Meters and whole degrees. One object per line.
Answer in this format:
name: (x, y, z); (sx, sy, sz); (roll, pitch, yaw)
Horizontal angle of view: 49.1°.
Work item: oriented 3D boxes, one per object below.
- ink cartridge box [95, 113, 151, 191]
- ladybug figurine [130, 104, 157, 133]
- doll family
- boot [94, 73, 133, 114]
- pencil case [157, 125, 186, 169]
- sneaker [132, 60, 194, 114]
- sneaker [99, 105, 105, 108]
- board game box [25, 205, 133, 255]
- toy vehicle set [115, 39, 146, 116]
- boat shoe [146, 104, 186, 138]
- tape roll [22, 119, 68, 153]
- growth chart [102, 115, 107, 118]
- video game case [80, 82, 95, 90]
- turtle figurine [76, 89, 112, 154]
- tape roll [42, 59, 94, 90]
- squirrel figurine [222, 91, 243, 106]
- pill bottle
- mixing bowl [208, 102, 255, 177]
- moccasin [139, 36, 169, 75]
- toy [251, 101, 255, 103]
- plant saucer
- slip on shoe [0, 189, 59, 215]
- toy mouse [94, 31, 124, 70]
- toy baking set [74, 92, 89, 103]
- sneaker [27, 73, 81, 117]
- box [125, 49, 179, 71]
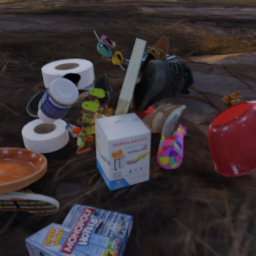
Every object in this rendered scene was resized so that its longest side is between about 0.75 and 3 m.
ink cartridge box: (-0.168, 0.625, 7.840); (1.222, 1.660, 1.201); (-12, 32, -19)
ladybug figurine: (0.561, -0.447, 10.522); (1.272, 0.674, 1.875); (-12, 31, -32)
doll family: (-1.400, 0.002, 9.688); (0.944, 0.685, 1.520); (23, 48, 17)
boot: (-0.465, -1.037, 10.017); (1.479, 0.588, 1.699); (29, 38, -41)
pencil case: (1.391, 0.498, 8.851); (0.822, 0.822, 1.861); (7, 32, 11)
sneaker: (1.081, -1.219, 9.064); (1.623, 2.833, 1.083); (-2, 71, -18)
sneaker: (-1.247, -0.708, 11.324); (0.775, 0.444, 0.296); (4, 16, -38)
board game box: (-1.040, 2.375, 5.971); (1.910, 0.589, 1.911); (8, 32, 13)
toy vehicle set: (0.034, -1.394, 8.711); (0.318, 1.490, 2.397); (15, 59, -3)
boat shoe: (1.102, -0.345, 8.004); (0.827, 0.872, 2.304); (23, 13, 13)
tape roll: (-2.832, 0.228, 9.637); (1.516, 0.530, 1.516); (0, 31, 0)
growth chart: (-0.571, -0.193, 10.459); (1.171, 0.104, 0.847); (15, 26, 0)
video game case: (-1.755, -2.055, 13.878); (1.201, 0.108, 0.860); (8, 32, 14)
turtle figurine: (-1.020, -0.361, 8.162); (0.666, 1.667, 2.067); (28, 53, 12)
tape roll: (-2.996, -2.684, 14.072); (2.503, 0.875, 2.503); (-3, 29, 2)
squirrel figurine: (4.491, -1.139, 12.062); (0.793, 0.561, 0.740); (1, 38, 30)
pill bottle: (-2.132, -0.721, 8.243); (0.824, 1.484, 0.824); (19, 53, -27)
mixing bowl: (3.137, 0.123, 7.784); (2.362, 1.279, 2.362); (-35, 8, 6)
moccasin: (0.807, -2.282, 8.887); (0.511, 1.396, 0.539); (43, 11, 25)
toy: (6.103, -0.653, 11.040); (2.621, 0.619, 1.509); (-7, 34, -6)
plant saucer: (-3.506, 1.140, 7.402); (2.618, 0.423, 2.618); (2, 15, -1)
slip on shoe: (-2.514, 1.776, 6.982); (1.705, 0.648, 0.517); (-2, 35, 11)
toy mouse: (-1.289, -4.708, 16.499); (0.529, 2.427, 2.731); (-36, 35, 26)
toy baking set: (-1.940, -1.097, 10.509); (0.997, 0.151, 1.299); (-28, 5, -7)
sneaker: (-2.657, -1.268, 9.961); (2.134, 0.798, 1.134); (-42, 4, -26)
box: (1.400, -3.937, 16.480); (2.060, 0.596, 2.591); (30, 42, 36)
